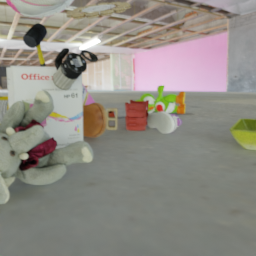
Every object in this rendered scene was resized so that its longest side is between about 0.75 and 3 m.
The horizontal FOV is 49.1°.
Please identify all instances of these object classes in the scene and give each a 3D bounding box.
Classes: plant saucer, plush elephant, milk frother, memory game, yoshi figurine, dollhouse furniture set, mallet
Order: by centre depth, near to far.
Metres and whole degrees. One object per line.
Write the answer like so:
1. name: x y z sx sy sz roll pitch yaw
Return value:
1. plush elephant: -1.744 0.311 4.470 1.908 1.571 1.477 -30 -1 -6
2. milk frother: -1.060 -1.204 5.673 0.751 0.678 0.706 3 -23 -37
3. plant saucer: 4.118 0.224 7.565 2.361 0.566 2.365 5 11 28
4. mallet: -2.642 -1.965 8.386 0.444 2.159 0.711 14 44 9
5. memory game: -1.001 -3.968 9.432 2.239 0.143 2.239 -6 31 4
6. dollhouse furniture set: -0.474 -0.510 10.520 2.473 1.006 1.331 1 10 6
7. yoshi figurine: 1.681 -1.423 15.052 2.740 1.540 1.534 0 -6 14

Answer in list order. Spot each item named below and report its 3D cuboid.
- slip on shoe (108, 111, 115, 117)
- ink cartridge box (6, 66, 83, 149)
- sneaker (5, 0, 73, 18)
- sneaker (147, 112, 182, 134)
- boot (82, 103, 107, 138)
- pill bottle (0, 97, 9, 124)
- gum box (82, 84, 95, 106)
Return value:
1. slip on shoe: -1.202 -0.527 12.332 1.435 0.439 0.531 -9 15 -37
2. ink cartridge box: -1.880 -0.353 6.418 1.506 2.084 0.882 -5 11 -28
3. sneaker: -0.834 -2.487 3.834 2.256 0.918 0.995 -47 7 -7
4. sneaker: 1.525 -0.246 9.976 1.131 0.719 1.983 1 9 -15
5. boot: -2.142 -0.191 8.251 2.204 1.088 2.838 -6 8 -41
6. pill bottle: -4.471 -0.582 10.444 2.131 1.186 1.186 1 10 5
7. gum box: -2.636 -0.949 11.075 2.377 0.786 1.349 -3 -36 22
